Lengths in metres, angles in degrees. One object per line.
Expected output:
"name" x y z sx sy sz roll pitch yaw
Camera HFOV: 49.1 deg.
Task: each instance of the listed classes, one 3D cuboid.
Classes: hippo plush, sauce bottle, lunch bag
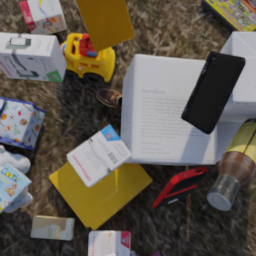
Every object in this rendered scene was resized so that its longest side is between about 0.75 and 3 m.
"hippo plush" -4.065 1.639 9.022 2.081 1.657 1.673 13 43 -20
"sauce bottle" 2.778 0.837 6.987 0.901 0.901 2.786 40 55 9
"lunch bag" -3.998 -0.179 9.544 1.778 1.101 1.511 12 75 18

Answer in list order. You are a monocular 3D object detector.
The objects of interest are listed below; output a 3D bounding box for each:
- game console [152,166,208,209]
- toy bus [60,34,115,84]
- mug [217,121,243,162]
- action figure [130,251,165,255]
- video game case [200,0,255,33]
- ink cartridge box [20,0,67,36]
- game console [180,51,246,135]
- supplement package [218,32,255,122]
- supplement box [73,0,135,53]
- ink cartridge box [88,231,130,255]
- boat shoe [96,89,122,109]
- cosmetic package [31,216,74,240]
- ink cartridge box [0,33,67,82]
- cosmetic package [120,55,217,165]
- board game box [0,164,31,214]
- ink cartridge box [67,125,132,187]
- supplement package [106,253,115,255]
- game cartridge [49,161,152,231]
"game console" 1.410 1.587 7.516 1.466 1.297 0.228 -6 48 -41
"toy bus" -1.576 -2.584 9.681 2.064 1.981 1.400 9 77 4
"mug" 3.097 0.156 9.262 1.459 1.423 1.777 -15 78 -6
"action figure" 0.587 4.266 8.686 1.347 1.003 0.903 -19 61 15
"video game case" 4.456 -4.837 11.109 2.128 0.300 2.354 -41 80 -10
"ink cartridge box" -3.151 -4.218 10.583 1.367 0.993 0.989 -19 76 -5
"game console" 1.985 -0.756 6.306 0.972 1.469 1.670 30 104 29
"supplement package" 3.444 -1.250 7.801 1.833 2.415 1.819 2 80 3
"supplement box" -0.798 -3.340 7.705 1.168 1.734 1.758 -23 39 -1
"ink cartridge box" -0.574 3.743 8.785 1.272 0.545 0.939 1 76 2
"boat shoe" -0.340 -0.999 9.955 1.723 0.620 0.621 27 77 6
"cosmetic package" -2.403 3.204 8.976 1.248 0.444 0.656 2 76 1
"ink cartridge box" -2.476 -1.750 7.076 1.541 1.125 0.648 5 67 6
"cosmetic package" 1.078 -0.351 8.475 2.378 2.376 2.882 4 82 -9
"board game box" -3.342 1.714 7.273 0.763 0.749 1.454 45 74 -4
"ink cartridge box" -0.584 0.590 5.812 1.093 0.461 0.798 -35 84 -5
"supplement package" -0.438 3.268 5.704 0.646 1.135 0.622 -20 108 0
"game cartridge" -0.904 1.714 9.355 2.621 0.425 2.311 -38 81 -8
